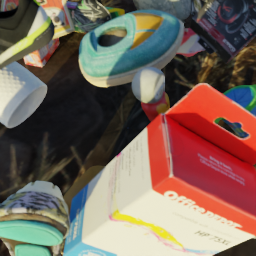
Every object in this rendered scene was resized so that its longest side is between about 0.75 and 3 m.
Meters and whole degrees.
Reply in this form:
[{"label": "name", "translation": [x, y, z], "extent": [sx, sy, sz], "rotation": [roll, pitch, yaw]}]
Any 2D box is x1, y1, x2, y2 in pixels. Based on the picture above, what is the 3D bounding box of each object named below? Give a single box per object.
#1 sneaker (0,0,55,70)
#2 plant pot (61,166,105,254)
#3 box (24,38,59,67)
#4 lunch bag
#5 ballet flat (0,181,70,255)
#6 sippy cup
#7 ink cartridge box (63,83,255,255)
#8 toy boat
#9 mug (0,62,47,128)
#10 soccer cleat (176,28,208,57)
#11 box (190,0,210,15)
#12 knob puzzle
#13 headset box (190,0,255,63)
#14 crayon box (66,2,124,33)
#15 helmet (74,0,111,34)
[{"label": "sneaker", "translation": [-2.225, -1.438, 4.455], "extent": [2.174, 0.900, 0.779], "rotation": [-30, 40, 1]}, {"label": "plant pot", "translation": [-0.765, 1.762, 6.243], "extent": [1.645, 1.645, 1.765], "rotation": [10, 42, 7]}, {"label": "box", "translation": [-3.199, -3.025, 10.254], "extent": [0.719, 0.750, 1.505], "rotation": [13, 55, 10]}, {"label": "lunch bag", "translation": [0.716, -3.515, 6.631], "extent": [1.343, 1.928, 1.617], "rotation": [-30, 40, 2]}, {"label": "ballet flat", "translation": [-1.376, 1.356, 4.145], "extent": [1.042, 2.898, 1.042], "rotation": [8, 54, -11]}, {"label": "sippy cup", "translation": [1.827, -0.218, 4.454], "extent": [0.885, 0.648, 0.695], "rotation": [-19, 35, 37]}, {"label": "ink cartridge box", "translation": [0.589, 0.996, 3.804], "extent": [1.718, 2.957, 0.994], "rotation": [27, 38, -23]}, {"label": "toy boat", "translation": [0.171, -1.427, 5.691], "extent": [2.413, 1.334, 2.870], "rotation": [-23, 55, 5]}, {"label": "mug", "translation": [-2.570, -0.742, 5.396], "extent": [1.333, 1.122, 1.520], "rotation": [40, 40, -2]}, {"label": "soccer cleat", "translation": [1.959, -2.419, 7.903], "extent": [2.251, 0.861, 0.751], "rotation": [-9, 43, -23]}, {"label": "box", "translation": [3.021, -5.424, 11.808], "extent": [0.622, 1.183, 1.444], "rotation": [-32, 60, -22]}, {"label": "knob puzzle", "translation": [-2.574, -3.284, 7.595], "extent": [2.085, 0.289, 2.085], "rotation": [0, 92, -7]}, {"label": "headset box", "translation": [2.361, -2.451, 6.406], "extent": [1.720, 0.645, 1.278], "rotation": [-44, 83, 4]}, {"label": "crayon box", "translation": [-1.801, -4.182, 10.527], "extent": [2.806, 0.818, 2.421], "rotation": [12, 26, 9]}, {"label": "helmet", "translation": [-0.909, -2.882, 7.198], "extent": [0.978, 0.978, 0.932], "rotation": [0, 58, 0]}]
